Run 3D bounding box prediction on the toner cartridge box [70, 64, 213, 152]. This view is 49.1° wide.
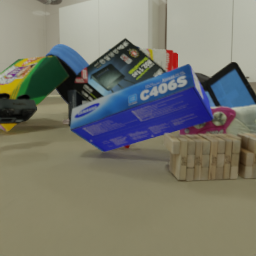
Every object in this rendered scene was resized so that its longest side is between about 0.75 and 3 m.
[{"bbox_3d":[0.184,-0.209,4.247,1.945,0.420,0.924,-18,-35,23],"label":"toner cartridge box"}]

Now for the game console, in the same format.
[{"bbox_3d":[2.044,-0.692,6.475,1.304,1.513,0.898,-6,-30,-18],"label":"game console"}]

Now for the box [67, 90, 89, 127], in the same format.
[{"bbox_3d":[-1.157,-0.503,7.518,0.744,1.031,1.389,-4,8,-20],"label":"box"}]

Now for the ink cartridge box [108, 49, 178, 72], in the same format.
[{"bbox_3d":[0.624,-1.839,9.174,2.462,1.431,0.828,-2,11,-15],"label":"ink cartridge box"}]

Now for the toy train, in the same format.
[{"bbox_3d":[-2.731,-0.275,4.287,2.688,0.458,0.616,-2,-29,-47],"label":"toy train"}]

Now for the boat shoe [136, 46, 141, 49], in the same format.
[{"bbox_3d":[0.473,-1.697,10.272,0.898,2.486,0.900,-9,6,1],"label":"boat shoe"}]

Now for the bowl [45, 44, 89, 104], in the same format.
[{"bbox_3d":[-2.082,-1.703,10.583,0.570,2.903,2.903,-41,29,-26],"label":"bowl"}]

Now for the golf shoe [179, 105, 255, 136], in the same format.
[{"bbox_3d":[2.158,-0.008,4.706,2.557,0.963,1.170,2,5,9],"label":"golf shoe"}]

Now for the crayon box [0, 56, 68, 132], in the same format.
[{"bbox_3d":[-3.147,-1.039,7.674,2.493,0.727,2.151,12,52,47],"label":"crayon box"}]

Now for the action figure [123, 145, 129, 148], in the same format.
[{"bbox_3d":[-0.381,0.095,5.517,0.506,0.333,1.022,38,-16,-31],"label":"action figure"}]

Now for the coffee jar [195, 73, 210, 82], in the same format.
[{"bbox_3d":[2.076,-0.930,7.958,0.564,1.323,0.690,-42,51,-13],"label":"coffee jar"}]

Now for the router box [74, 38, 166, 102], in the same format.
[{"bbox_3d":[-0.139,-1.121,6.600,1.864,1.397,0.579,-47,-4,-33],"label":"router box"}]

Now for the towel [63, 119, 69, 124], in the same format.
[{"bbox_3d":[-1.654,-0.239,8.972,0.651,0.133,0.889,1,8,5],"label":"towel"}]

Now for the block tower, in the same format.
[{"bbox_3d":[1.410,0.351,3.619,1.852,0.535,0.500,1,8,-6],"label":"block tower"}]
